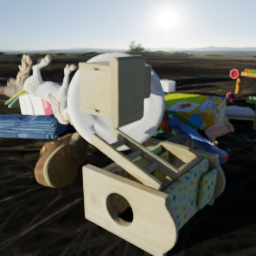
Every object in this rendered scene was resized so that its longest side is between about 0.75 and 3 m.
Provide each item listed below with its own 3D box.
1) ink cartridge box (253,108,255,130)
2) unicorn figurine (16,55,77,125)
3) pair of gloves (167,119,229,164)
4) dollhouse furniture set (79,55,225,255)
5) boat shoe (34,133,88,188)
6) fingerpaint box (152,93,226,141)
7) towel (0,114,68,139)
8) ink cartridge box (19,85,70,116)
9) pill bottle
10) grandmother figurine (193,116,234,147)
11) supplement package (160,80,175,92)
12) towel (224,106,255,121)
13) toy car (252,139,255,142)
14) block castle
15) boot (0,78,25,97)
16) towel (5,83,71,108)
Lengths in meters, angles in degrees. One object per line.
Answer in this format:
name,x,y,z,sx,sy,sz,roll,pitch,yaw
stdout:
ink cartridge box,4.583,-0.341,8.832,1.114,0.824,0.422,-4,18,-14
unicorn figurine,-2.087,-1.088,8.018,2.466,1.693,0.911,19,-13,16
pair of gloves,1.515,0.328,6.121,1.433,0.203,1.783,36,-1,18
dollhouse furniture set,0.827,0.059,4.655,1.596,2.538,2.870,14,23,36
boat shoe,-1.455,0.651,5.870,0.740,0.789,2.191,-6,13,8
fingerpaint box,1.863,-0.394,8.854,2.060,0.906,2.469,7,19,23
towel,-3.073,-0.099,8.523,2.257,0.548,1.260,2,17,6
ink cartridge box,-2.648,-0.929,9.853,2.076,0.875,1.503,-4,9,45
pill bottle,-0.377,-0.505,6.233,1.743,1.743,2.912,-2,2,-8
grandmother figurine,2.074,0.177,7.274,1.242,0.753,0.376,-26,18,31
supplement package,2.198,-2.375,15.865,0.541,0.539,0.922,-9,19,-26
towel,3.828,-0.584,10.502,1.762,0.304,1.168,3,17,9
toy car,4.273,0.142,6.640,2.223,2.135,2.707,1,-12,-8
block castle,5.548,-1.766,12.310,1.073,1.528,2.287,-7,18,-39
boot,-5.077,-1.876,13.897,1.949,0.936,2.665,5,19,-2
towel,-3.288,-1.324,11.346,1.940,0.308,2.702,-23,-5,37
